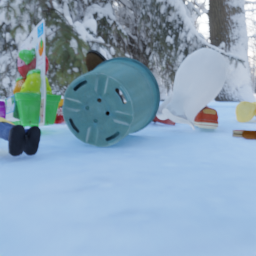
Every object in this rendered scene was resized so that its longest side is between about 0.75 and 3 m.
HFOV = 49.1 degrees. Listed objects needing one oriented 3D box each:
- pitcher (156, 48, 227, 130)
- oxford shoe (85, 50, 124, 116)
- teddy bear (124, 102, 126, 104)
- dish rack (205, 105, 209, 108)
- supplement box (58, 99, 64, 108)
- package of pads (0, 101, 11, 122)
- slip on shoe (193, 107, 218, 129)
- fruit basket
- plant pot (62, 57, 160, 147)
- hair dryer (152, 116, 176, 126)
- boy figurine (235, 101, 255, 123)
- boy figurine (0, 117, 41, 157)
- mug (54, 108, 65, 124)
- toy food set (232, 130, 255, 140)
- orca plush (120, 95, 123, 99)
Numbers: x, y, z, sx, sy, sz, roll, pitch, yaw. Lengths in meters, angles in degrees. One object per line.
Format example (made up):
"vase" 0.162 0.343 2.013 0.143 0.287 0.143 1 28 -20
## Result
"pitcher" 1.836 -1.185 8.600 1.401 2.312 1.983 34 -8 -25
"oxford shoe" -0.898 -1.306 9.684 0.991 2.727 1.151 0 31 36
"teddy bear" 0.475 -1.123 15.944 2.194 0.732 1.590 4 6 30
"dish rack" 2.748 -0.746 10.056 0.905 0.230 1.055 38 15 -11
"supplement box" -2.291 -0.920 13.237 2.840 0.945 0.977 5 8 32
"package of pads" -5.022 -0.567 10.434 1.423 0.894 2.362 -5 8 -19
"slip on shoe" 2.561 -0.342 9.192 0.822 0.679 2.218 5 3 10
"fruit basket" -2.903 -1.382 8.146 1.304 2.783 2.578 -7 3 -33
"plant pot" -0.419 -0.589 6.621 2.103 2.103 2.060 2 14 14
"hair dryer" 1.082 -0.410 10.417 1.597 0.434 1.216 19 0 39
"boy figurine" 5.482 -0.707 11.730 2.723 0.877 1.693 -7 7 -39
"boy figurine" -2.570 0.049 5.119 1.902 0.613 1.183 9 1 24
"mug" -2.735 -0.481 10.908 0.973 0.649 0.863 -1 4 17
"toy food set" 3.423 0.133 6.975 1.223 0.303 1.923 -5 8 -36
"orca plush" -1.726 -1.358 16.414 2.899 1.525 1.031 -39 -8 -42
